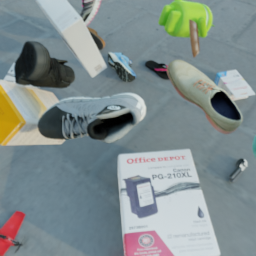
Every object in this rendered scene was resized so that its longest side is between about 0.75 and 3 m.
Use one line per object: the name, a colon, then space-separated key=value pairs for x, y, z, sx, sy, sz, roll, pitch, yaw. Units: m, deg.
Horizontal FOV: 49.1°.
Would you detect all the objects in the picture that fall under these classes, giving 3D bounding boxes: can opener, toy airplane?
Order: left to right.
toy airplane: x=-3.472 y=2.783 z=7.319 sx=1.644 sy=0.302 sz=1.644 roll=1 pitch=48 yaw=-1
can opener: x=3.380 y=1.315 z=8.649 sx=0.951 sy=0.250 sz=0.316 roll=-39 pitch=25 yaw=-30

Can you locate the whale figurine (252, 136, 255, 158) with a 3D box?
whale figurine: x=3.470 y=0.291 z=6.550 sx=0.849 sy=1.302 sz=1.636 roll=37 pitch=35 yaw=22

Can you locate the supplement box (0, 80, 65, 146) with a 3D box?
supplement box: x=-2.363 y=-0.303 z=6.780 sx=0.781 sy=2.124 sz=1.338 roll=-44 pitch=73 yaw=15

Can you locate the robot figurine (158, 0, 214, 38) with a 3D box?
robot figurine: x=2.169 y=-3.949 z=10.261 sx=2.104 sy=1.217 sz=1.846 roll=-7 pitch=46 yaw=-29

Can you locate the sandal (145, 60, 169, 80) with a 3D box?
sandal: x=1.348 y=-2.503 z=11.763 sx=1.587 sy=0.358 sz=0.596 roll=36 pitch=59 yaw=27

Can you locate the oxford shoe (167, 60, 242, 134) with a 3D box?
oxford shoe: x=2.087 y=-1.012 z=7.520 sx=0.920 sy=0.959 sz=2.599 roll=-42 pitch=78 yaw=-9

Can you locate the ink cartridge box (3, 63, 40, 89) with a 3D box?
ink cartridge box: x=-4.117 y=-1.750 z=10.914 sx=1.175 sy=0.679 sz=1.610 roll=4 pitch=50 yaw=4

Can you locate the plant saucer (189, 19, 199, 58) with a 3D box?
plant saucer: x=2.046 y=-2.753 z=8.606 sx=0.211 sy=1.154 sz=1.154 roll=-6 pitch=48 yaw=18

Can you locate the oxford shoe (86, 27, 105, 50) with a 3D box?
oxford shoe: x=-1.660 y=-4.312 z=13.095 sx=0.736 sy=0.736 sz=2.065 roll=-28 pitch=54 yaw=-31

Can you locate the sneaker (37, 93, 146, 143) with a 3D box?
sneaker: x=-0.763 y=-0.105 z=4.855 sx=2.109 sy=0.791 sz=1.218 roll=-13 pitch=17 yaw=10

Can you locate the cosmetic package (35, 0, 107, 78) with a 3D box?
cosmetic package: x=-1.685 y=-2.830 z=8.117 sx=0.670 sy=2.593 sz=1.955 roll=-35 pitch=72 yaw=-1

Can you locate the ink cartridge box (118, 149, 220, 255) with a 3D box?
ink cartridge box: x=0.846 y=2.076 z=7.313 sx=2.088 sy=1.216 sz=2.885 roll=-4 pitch=50 yaw=-3

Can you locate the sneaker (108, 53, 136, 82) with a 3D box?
sneaker: x=-0.139 y=-2.645 z=11.660 sx=0.849 sy=0.739 sz=1.887 roll=-20 pitch=53 yaw=-20

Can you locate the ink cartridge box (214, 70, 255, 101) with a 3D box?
ink cartridge box: x=4.102 y=-1.548 z=10.853 sx=0.860 sy=0.507 sz=1.494 roll=-11 pitch=51 yaw=-10

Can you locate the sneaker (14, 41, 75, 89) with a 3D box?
sneaker: x=-1.954 y=-1.457 z=7.020 sx=1.469 sy=2.817 sz=0.846 roll=-3 pitch=90 yaw=-31

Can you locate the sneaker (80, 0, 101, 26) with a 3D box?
sneaker: x=-1.331 y=-4.575 z=9.270 sx=1.058 sy=2.420 sz=0.892 roll=20 pitch=42 yaw=-15
